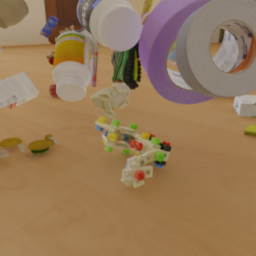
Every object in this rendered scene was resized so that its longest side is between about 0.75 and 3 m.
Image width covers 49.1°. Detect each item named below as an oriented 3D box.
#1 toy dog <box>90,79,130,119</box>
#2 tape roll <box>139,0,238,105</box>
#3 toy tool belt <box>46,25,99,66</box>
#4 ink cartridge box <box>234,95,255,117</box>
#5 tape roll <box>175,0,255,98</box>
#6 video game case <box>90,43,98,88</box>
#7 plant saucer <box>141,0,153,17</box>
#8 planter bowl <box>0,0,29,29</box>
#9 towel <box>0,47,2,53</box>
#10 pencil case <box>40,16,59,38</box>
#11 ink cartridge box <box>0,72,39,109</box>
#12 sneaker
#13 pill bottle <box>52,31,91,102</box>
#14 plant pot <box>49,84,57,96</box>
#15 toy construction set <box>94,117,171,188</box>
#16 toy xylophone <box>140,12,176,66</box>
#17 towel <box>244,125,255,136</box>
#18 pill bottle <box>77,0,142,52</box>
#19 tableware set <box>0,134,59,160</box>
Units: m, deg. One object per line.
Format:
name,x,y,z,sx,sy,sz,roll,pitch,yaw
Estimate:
toy dog,-0.380,-0.833,7.470,1.012,0.728,1.043,10,39,41
tape roll,1.678,-1.906,6.775,2.745,2.745,0.901,-5,44,-11
toy tool belt,-1.965,-2.934,9.761,1.818,1.117,1.135,-16,-25,11
ink cartridge box,5.074,-0.937,11.739,0.990,0.570,1.356,4,22,10
tape roll,1.628,-1.308,4.698,1.611,1.611,0.532,-4,7,-10
video game case,-1.534,-2.895,11.740,0.176,2.021,1.445,-5,33,-20
plant saucer,0.768,-4.743,10.715,0.209,0.862,0.862,16,-19,-11
planter bowl,-3.470,-3.265,7.762,1.145,0.771,1.145,21,-18,7
towel,-4.053,-2.154,6.907,0.318,1.971,1.882,-26,42,14
pencil case,-2.827,-3.614,10.009,0.353,0.813,0.317,39,15,2
ink cartridge box,-3.621,-1.062,8.570,1.520,0.828,0.383,-36,-2,-37
sneaker,-0.173,-2.974,10.799,1.232,2.891,1.128,13,11,35
pill bottle,-1.683,-1.826,8.438,1.115,1.115,2.008,-2,58,-4
plant pot,-3.474,-1.892,13.994,0.754,0.775,0.775,-1,21,17
toy construction set,0.136,0.515,7.378,1.610,1.131,2.455,16,21,-29
toy xylophone,1.131,-2.832,8.476,1.828,1.338,0.459,42,62,1
towel,5.097,0.273,9.308,2.199,0.199,0.946,14,20,33
pill bottle,-0.559,-3.048,7.875,1.330,1.330,2.338,-8,35,-20
tableware set,-3.219,0.611,8.311,2.153,0.330,1.451,-14,23,-29
